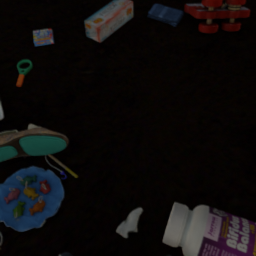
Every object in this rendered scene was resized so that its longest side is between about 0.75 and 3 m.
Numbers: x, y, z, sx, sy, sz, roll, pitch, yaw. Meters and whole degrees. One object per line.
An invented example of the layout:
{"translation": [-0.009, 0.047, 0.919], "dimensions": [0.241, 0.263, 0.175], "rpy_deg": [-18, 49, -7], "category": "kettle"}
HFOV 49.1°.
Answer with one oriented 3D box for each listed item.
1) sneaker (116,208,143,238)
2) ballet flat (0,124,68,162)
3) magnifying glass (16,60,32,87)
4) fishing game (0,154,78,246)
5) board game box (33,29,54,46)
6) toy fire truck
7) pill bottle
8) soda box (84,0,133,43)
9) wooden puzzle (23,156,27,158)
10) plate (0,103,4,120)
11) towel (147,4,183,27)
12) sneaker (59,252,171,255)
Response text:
{"translation": [0.130, 2.632, 7.700], "dimensions": [0.466, 0.365, 0.938], "rpy_deg": [39, 72, 17], "category": "sneaker"}
{"translation": [-3.378, 0.390, 8.894], "dimensions": [2.944, 1.002, 0.990], "rpy_deg": [-9, 44, -4], "category": "ballet flat"}
{"translation": [-4.272, -2.234, 11.333], "dimensions": [0.592, 0.166, 1.487], "rpy_deg": [-1, 55, -1], "category": "magnifying glass"}
{"translation": [-2.913, 1.964, 8.091], "dimensions": [2.066, 0.448, 2.885], "rpy_deg": [36, 60, 27], "category": "fishing game"}
{"translation": [-3.827, -4.082, 12.626], "dimensions": [0.845, 0.236, 0.828], "rpy_deg": [-12, 54, -8], "category": "board game box"}
{"translation": [4.127, -5.477, 13.055], "dimensions": [2.591, 1.453, 2.176], "rpy_deg": [-5, 36, -5], "category": "toy fire truck"}
{"translation": [2.207, 2.763, 6.885], "dimensions": [2.533, 1.422, 1.422], "rpy_deg": [17, 56, 12], "category": "pill bottle"}
{"translation": [-0.845, -5.039, 12.959], "dimensions": [0.889, 0.827, 2.601], "rpy_deg": [30, 59, 21], "category": "soda box"}
{"translation": [-3.153, 0.672, 9.269], "dimensions": [0.801, 0.056, 0.475], "rpy_deg": [-24, 57, -16], "category": "wooden puzzle"}
{"translation": [-5.612, -0.703, 10.101], "dimensions": [2.063, 0.333, 2.059], "rpy_deg": [-18, 57, -13], "category": "plate"}
{"translation": [1.801, -5.453, 13.488], "dimensions": [1.584, 0.385, 0.885], "rpy_deg": [25, 67, 21], "category": "towel"}
{"translation": [-0.065, 3.453, 6.447], "dimensions": [2.968, 1.128, 2.145], "rpy_deg": [40, 73, 15], "category": "sneaker"}
